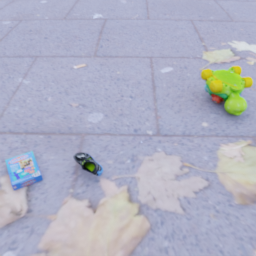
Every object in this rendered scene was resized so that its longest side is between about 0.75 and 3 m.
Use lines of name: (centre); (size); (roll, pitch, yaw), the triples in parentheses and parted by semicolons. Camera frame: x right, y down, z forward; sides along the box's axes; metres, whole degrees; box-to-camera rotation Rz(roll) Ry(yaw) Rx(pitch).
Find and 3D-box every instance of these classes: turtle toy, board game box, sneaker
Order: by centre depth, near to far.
sneaker: (-1.479, 1.240, 10.024); (1.404, 0.582, 0.498); (30, 87, 36)
board game box: (-3.785, 1.519, 10.143); (1.030, 0.305, 1.355); (-19, 44, -20)
turtle toy: (4.601, -1.749, 13.048); (2.025, 1.404, 2.779); (-7, 42, -9)
